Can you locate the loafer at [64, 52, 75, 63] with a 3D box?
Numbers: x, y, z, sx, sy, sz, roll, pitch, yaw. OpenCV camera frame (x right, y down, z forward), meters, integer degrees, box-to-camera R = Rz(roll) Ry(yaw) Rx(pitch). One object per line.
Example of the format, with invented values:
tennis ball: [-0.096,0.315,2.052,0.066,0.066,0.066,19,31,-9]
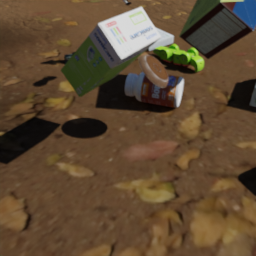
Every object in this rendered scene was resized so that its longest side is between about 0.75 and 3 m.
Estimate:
loafer: [-2.017,-3.601,13.773,2.323,0.731,0.835,0,39,0]

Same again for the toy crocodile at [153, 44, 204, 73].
toy crocodile: [2.412,-3.443,13.613,2.773,0.856,0.936,25,44,33]

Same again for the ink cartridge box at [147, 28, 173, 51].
ink cartridge box: [0.857,-5.050,15.757,2.446,0.497,2.441,-23,44,-26]

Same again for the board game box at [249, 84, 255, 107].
board game box: [6.416,-1.339,10.835,2.848,0.915,2.101,17,42,21]

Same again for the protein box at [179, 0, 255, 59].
protein box: [3.186,-3.881,9.490,1.415,2.097,2.082,33,67,-15]

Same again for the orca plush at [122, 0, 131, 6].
orca plush: [-0.227,-5.656,11.593,0.428,1.204,0.633,-45,30,8]

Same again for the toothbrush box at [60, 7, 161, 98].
toothbrush box: [-0.501,-1.881,7.210,1.611,0.952,2.212,-39,8,-38]

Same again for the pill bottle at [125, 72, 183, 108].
pill bottle: [0.994,-1.519,10.828,2.108,1.183,1.183,11,40,14]

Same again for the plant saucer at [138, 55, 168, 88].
plant saucer: [0.793,-1.701,8.193,1.177,0.203,1.177,30,41,-30]
